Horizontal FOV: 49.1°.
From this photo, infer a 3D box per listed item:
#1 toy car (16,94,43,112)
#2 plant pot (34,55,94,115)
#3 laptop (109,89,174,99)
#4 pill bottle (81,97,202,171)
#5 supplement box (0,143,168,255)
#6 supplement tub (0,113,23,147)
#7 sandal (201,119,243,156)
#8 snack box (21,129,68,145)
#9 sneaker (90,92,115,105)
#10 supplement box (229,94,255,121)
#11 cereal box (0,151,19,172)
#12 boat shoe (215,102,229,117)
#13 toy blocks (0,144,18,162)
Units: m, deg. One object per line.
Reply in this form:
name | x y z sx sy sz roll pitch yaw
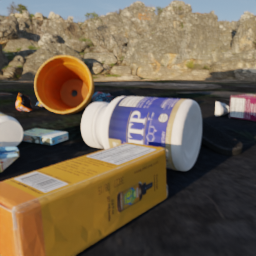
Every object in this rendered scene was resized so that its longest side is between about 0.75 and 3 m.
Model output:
toy car | -5.009 -1.095 14.692 0.727 1.072 2.186 -41 -21 17
plant pot | -2.868 -1.900 13.789 2.656 2.656 2.431 1 -3 3
laptop | 0.763 -1.795 15.080 2.647 1.367 2.346 36 23 15
pill bottle | 0.260 0.050 6.546 2.579 1.544 1.544 6 14 30
supplement box | -0.510 0.933 3.975 0.940 0.909 2.732 8 14 42
supplement tub | -3.538 0.079 7.817 0.912 0.912 1.263 -10 15 -39
sandal | 2.048 0.213 8.302 1.080 0.648 2.875 -12 31 -26
snack box | -2.613 0.260 8.568 1.334 0.248 0.775 6 14 26
sneaker | -1.006 -1.473 15.026 1.090 0.905 2.282 12 18 39
supplement box | 5.478 -0.842 11.788 1.293 1.019 1.975 -11 17 -42
cereal box | -3.073 0.745 6.436 0.758 0.208 1.054 0 12 -1
boat shoe | 4.382 -0.855 13.016 0.633 0.665 1.847 3 3 17
toy blocks | -2.907 0.690 5.667 1.209 0.439 1.008 -5 32 -12
